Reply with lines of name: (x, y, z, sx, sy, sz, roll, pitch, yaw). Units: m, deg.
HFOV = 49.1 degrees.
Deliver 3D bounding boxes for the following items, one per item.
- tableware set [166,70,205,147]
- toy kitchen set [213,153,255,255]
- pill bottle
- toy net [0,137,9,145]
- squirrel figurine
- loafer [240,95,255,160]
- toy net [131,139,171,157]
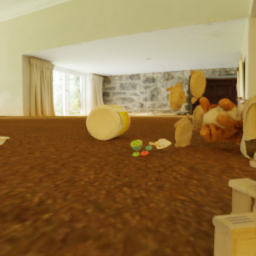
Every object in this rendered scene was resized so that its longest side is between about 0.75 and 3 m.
tableware set: (2.323, -0.746, 10.623, 0.326, 2.810, 2.348, 10, 30, 44)
toy kitchen set: (1.269, 0.744, 3.069, 1.212, 1.096, 1.343, -1, 5, -14)
pill bottle: (-0.831, -0.319, 13.612, 1.588, 1.588, 2.907, 1, 4, 13)
toy net: (-5.673, 0.530, 11.014, 1.864, 0.360, 0.978, 1, 1, -14)
squirrel figurine: (3.775, -0.232, 9.589, 2.015, 1.528, 2.159, -19, -44, 39)
loafer: (3.587, 0.055, 7.810, 0.741, 1.958, 0.669, -2, 26, 10)
toy net: (0.703, 0.554, 8.637, 1.244, 0.240, 0.653, -12, 24, 7)
